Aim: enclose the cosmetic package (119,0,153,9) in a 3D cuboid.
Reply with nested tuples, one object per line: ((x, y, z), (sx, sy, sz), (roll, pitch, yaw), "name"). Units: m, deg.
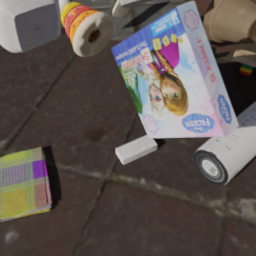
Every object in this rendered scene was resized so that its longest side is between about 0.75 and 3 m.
((0.512, -3.514, 6.931), (1.557, 0.702, 0.832), (-16, 15, 8), "cosmetic package")

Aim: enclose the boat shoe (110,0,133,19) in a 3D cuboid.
((0.082, -4.447, 8.317), (0.894, 2.673, 0.762), (-11, 72, -32), "boat shoe")

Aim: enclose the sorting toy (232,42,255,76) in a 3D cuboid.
((5.445, -2.700, 10.780), (2.375, 0.826, 2.361), (24, 54, 19), "sorting toy")

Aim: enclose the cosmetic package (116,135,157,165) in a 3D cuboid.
((0.249, 0.640, 8.336), (1.158, 0.293, 0.478), (-22, 54, -17), "cosmetic package")

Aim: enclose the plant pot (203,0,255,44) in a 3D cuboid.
((3.266, -3.147, 8.282), (1.590, 1.590, 1.387), (-24, 46, -19), "plant pot")

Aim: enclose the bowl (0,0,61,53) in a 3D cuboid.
((-1.923, -2.124, 5.555), (1.380, 1.378, 0.515), (-31, 68, -25), "bowl")

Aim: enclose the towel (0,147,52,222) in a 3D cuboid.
((-2.920, 1.505, 7.666), (1.463, 0.232, 2.037), (-14, 51, -11), "towel")

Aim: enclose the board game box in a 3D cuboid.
((0.865, -0.991, 6.180), (0.520, 2.520, 2.526), (-30, 11, -28), "board game box")

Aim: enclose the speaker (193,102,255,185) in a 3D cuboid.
((3.244, 0.328, 8.021), (2.889, 1.173, 1.173), (-34, 58, -25), "speaker")

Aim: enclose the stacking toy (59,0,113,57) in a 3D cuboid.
((-1.547, -3.210, 8.373), (1.439, 1.439, 1.969), (-36, 70, -26), "stacking toy")
